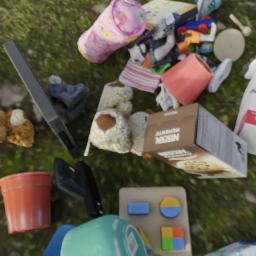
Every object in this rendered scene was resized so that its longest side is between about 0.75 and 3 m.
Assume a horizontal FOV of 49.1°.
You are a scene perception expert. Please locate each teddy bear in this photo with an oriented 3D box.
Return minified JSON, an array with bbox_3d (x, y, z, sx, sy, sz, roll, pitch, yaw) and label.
[{"bbox_3d":[-3.720,-0.243,7.241,2.667,1.934,0.890,17,97,-18],"label":"teddy bear"}]

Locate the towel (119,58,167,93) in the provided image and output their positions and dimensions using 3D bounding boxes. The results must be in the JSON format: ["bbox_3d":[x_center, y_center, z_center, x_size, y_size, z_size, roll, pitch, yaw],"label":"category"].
[{"bbox_3d":[0.585,-2.024,9.324,1.284,0.263,1.755,21,64,10],"label":"towel"}]

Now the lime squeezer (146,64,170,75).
[{"bbox_3d":[0.859,-1.922,9.019,1.415,0.500,0.267,21,88,44],"label":"lime squeezer"}]

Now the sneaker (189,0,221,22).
[{"bbox_3d":[2.924,-4.697,10.354,1.132,1.018,2.622,19,70,-8],"label":"sneaker"}]

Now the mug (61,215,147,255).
[{"bbox_3d":[-0.336,2.793,5.596,1.272,1.690,2.057,-26,40,11],"label":"mug"}]

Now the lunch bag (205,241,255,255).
[{"bbox_3d":[2.310,3.585,5.886,1.580,1.184,1.858,-16,75,-10],"label":"lunch bag"}]

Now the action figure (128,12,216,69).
[{"bbox_3d":[1.326,-2.423,8.412,2.622,2.710,1.418,-12,93,-9],"label":"action figure"}]

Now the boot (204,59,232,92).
[{"bbox_3d":[2.729,-1.772,9.037,0.722,0.581,1.598,19,50,33],"label":"boot"}]

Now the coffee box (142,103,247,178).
[{"bbox_3d":[1.644,0.441,6.612,1.350,2.388,0.953,-13,59,44],"label":"coffee box"}]

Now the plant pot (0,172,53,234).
[{"bbox_3d":[-2.422,1.843,6.790,1.272,1.272,1.237,-9,71,-5],"label":"plant pot"}]

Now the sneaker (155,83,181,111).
[{"bbox_3d":[1.212,-0.625,8.435,0.798,0.689,1.821,-6,57,22],"label":"sneaker"}]

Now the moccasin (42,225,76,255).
[{"bbox_3d":[-1.611,3.264,6.064,0.894,0.758,2.223,10,52,38],"label":"moccasin"}]

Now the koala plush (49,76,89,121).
[{"bbox_3d":[-1.882,-1.011,8.428,1.146,1.016,1.053,26,56,16],"label":"koala plush"}]

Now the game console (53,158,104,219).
[{"bbox_3d":[-1.113,1.229,6.306,0.271,2.252,1.328,-23,59,3],"label":"game console"}]

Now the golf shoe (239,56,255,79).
[{"bbox_3d":[4.931,-1.802,8.773,2.696,1.048,1.274,-12,63,-5],"label":"golf shoe"}]

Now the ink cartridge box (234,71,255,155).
[{"bbox_3d":[3.589,-0.433,7.794,0.792,1.402,1.910,18,63,14],"label":"ink cartridge box"}]

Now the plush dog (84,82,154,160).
[{"bbox_3d":[0.040,0.132,7.520,1.997,1.866,2.325,16,37,-6],"label":"plush dog"}]

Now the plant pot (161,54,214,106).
[{"bbox_3d":[1.788,-1.466,8.218,1.280,1.132,1.280,33,31,-23],"label":"plant pot"}]

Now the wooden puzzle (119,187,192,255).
[{"bbox_3d":[0.642,2.340,6.898,1.733,0.433,1.871,-1,62,0],"label":"wooden puzzle"}]

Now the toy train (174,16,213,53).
[{"bbox_3d":[1.946,-3.033,9.481,1.844,1.067,0.781,2,43,27],"label":"toy train"}]

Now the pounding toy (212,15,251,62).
[{"bbox_3d":[3.366,-2.936,9.540,1.100,0.661,1.425,25,100,-20],"label":"pounding toy"}]

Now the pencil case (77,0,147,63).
[{"bbox_3d":[-0.584,-2.808,8.345,1.199,2.743,1.199,1,87,-27],"label":"pencil case"}]

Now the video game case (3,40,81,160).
[{"bbox_3d":[-2.192,-0.634,7.381,0.333,2.357,2.609,-30,66,-11],"label":"video game case"}]

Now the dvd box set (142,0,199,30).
[{"bbox_3d":[1.108,-3.953,9.796,1.608,0.323,2.198,-34,41,-16],"label":"dvd box set"}]
